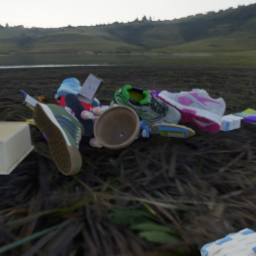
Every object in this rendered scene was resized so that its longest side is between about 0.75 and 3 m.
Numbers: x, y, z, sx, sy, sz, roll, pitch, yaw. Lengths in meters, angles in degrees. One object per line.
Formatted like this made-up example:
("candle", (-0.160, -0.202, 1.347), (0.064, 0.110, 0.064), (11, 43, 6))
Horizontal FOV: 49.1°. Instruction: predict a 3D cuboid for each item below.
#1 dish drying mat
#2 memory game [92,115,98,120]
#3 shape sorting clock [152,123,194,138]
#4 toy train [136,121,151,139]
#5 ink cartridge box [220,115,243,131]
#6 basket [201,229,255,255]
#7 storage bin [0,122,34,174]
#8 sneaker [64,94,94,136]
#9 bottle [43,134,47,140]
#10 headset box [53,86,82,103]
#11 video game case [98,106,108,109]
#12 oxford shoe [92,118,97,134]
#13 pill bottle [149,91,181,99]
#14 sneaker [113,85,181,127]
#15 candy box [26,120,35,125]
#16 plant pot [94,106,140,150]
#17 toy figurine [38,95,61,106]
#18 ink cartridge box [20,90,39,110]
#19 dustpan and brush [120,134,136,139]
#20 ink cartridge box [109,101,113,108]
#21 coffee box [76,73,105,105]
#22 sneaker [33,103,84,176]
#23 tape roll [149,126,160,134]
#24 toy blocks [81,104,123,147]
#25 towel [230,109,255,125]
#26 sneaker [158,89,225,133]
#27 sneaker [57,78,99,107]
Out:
("dish drying mat", (-1.961, -0.860, 12.570), (2.247, 0.204, 0.863), (22, 37, -14))
("memory game", (-1.265, -0.388, 12.024), (1.130, 0.072, 1.130), (21, 20, -8))
("shape sorting clock", (1.592, 0.070, 9.934), (1.496, 0.293, 1.496), (7, -13, 2))
("toy train", (0.145, 0.068, 10.698), (1.420, 0.615, 0.811), (8, 27, 18))
("ink cartridge box", (4.241, -0.213, 11.896), (1.214, 0.405, 0.703), (-11, 20, -32))
("basket", (1.581, 1.906, 2.895), (1.179, 1.494, 1.694), (-14, 11, -12))
("storage bin", (-4.236, 0.538, 8.447), (2.023, 0.955, 2.038), (0, 17, 1))
("sneaker", (-1.692, -0.384, 9.918), (0.608, 1.733, 0.711), (-24, -18, -14))
("bottle", (-2.293, -0.175, 10.777), (1.117, 0.873, 2.674), (21, 18, 1))
("headset box", (-3.197, -1.784, 16.169), (2.127, 0.987, 1.852), (0, 17, 0))
("video game case", (-1.525, -1.021, 15.158), (0.909, 0.117, 1.000), (-1, 17, -2))
("oxford shoe", (-0.818, -0.147, 10.626), (0.611, 0.610, 1.712), (28, -36, -35))
("pill bottle", (1.897, -1.040, 13.053), (2.347, 1.320, 1.320), (3, 17, 10))
("sneaker", (0.766, -0.730, 10.169), (2.628, 1.025, 1.120), (19, -17, -13))
("candy box", (-3.684, -0.187, 12.019), (1.289, 0.170, 0.659), (12, 8, 30))
("plant pot", (-0.292, 0.082, 8.800), (1.463, 0.675, 1.463), (-8, 59, 13))
("toy figurine", (-3.911, -1.201, 14.331), (1.305, 0.922, 1.325), (-6, 18, -19))
("ink cartridge box", (-4.176, -0.995, 12.438), (1.515, 0.356, 1.497), (34, -13, -13))
("dustpan and brush", (-0.384, 0.371, 10.201), (0.879, 0.360, 1.259), (-12, 27, -27))
("ink cartridge box", (-0.262, -0.563, 11.499), (1.094, 0.809, 0.414), (18, -11, 20))
("coffee box", (-1.984, -1.596, 13.525), (0.781, 1.960, 1.121), (33, 8, -9))
("sneaker", (-1.774, 0.190, 8.379), (1.252, 0.935, 2.789), (-2, 41, -42))
("tape roll", (1.100, -0.046, 11.486), (0.982, 0.324, 0.982), (-1, 17, 0))
("toy blocks", (-0.858, -0.134, 9.760), (1.418, 1.325, 1.193), (-22, 13, -25))
("towel", (6.218, -0.451, 12.913), (1.838, 0.291, 2.559), (-12, 20, -32))
("sneaker", (2.605, -0.926, 11.407), (2.978, 1.211, 1.314), (27, 70, 30))
("sneaker", (-2.519, -1.913, 14.798), (2.231, 0.887, 1.456), (21, 41, -20))
